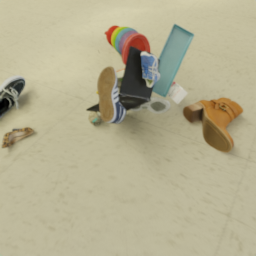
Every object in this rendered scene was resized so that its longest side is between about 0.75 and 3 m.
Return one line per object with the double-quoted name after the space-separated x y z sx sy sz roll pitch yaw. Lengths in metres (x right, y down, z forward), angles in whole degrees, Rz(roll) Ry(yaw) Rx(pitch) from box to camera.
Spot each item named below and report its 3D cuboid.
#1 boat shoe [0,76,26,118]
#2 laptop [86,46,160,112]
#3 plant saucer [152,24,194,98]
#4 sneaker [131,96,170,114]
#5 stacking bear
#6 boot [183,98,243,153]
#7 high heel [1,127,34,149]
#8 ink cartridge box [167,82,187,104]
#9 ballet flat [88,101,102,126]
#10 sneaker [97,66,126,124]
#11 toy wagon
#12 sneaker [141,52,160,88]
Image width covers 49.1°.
-5.155 -1.239 11.936 0.934 1.009 2.734 15 45 21 "boat shoe"
-0.122 -1.620 10.502 2.439 2.283 1.413 -22 78 30 "laptop"
1.646 -2.669 11.263 0.979 2.801 0.266 24 2 -13 "plant saucer"
0.880 -1.165 12.022 1.865 0.727 0.927 8 34 -3 "sneaker"
-0.263 -4.841 15.556 1.740 1.629 2.865 -22 42 -23 "stacking bear"
3.739 -0.263 11.072 2.111 1.043 2.719 -16 38 -22 "boot"
-4.177 0.364 10.610 0.900 0.451 1.263 -1 33 9 "high heel"
1.984 -1.469 11.646 0.627 0.354 0.855 -48 32 11 "ink cartridge box"
-0.922 -0.972 11.766 0.755 0.838 2.225 42 44 -15 "ballet flat"
-0.498 -0.993 9.066 0.639 0.988 1.822 -6 78 23 "sneaker"
-0.262 -1.911 11.476 2.354 1.826 0.466 -16 78 16 "toy wagon"
0.763 -2.037 9.860 0.573 1.513 0.583 13 62 29 "sneaker"
